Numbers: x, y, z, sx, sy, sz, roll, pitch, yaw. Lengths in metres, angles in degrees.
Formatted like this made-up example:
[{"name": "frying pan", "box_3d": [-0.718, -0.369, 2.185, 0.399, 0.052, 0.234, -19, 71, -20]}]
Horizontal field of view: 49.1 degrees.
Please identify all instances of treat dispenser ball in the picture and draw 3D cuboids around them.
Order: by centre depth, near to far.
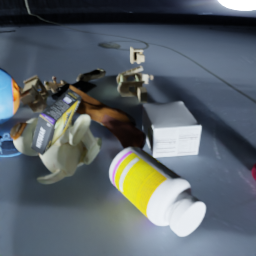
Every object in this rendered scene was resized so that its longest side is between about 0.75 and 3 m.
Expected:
[{"name": "treat dispenser ball", "box_3d": [-5.506, -1.242, 10.882, 2.433, 2.433, 2.433, 0, 29, 0]}]

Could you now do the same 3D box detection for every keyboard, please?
[{"name": "keyboard", "box_3d": [-2.819, -1.863, 14.185, 1.509, 0.322, 2.513, 18, 32, 18]}]

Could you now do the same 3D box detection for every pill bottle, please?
[{"name": "pill bottle", "box_3d": [0.666, 1.524, 6.937, 1.269, 1.269, 2.434, -19, 34, -31]}]

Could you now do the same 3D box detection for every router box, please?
[{"name": "router box", "box_3d": [-1.783, -0.120, 6.897, 0.383, 1.468, 1.154, 36, 49, 0]}]

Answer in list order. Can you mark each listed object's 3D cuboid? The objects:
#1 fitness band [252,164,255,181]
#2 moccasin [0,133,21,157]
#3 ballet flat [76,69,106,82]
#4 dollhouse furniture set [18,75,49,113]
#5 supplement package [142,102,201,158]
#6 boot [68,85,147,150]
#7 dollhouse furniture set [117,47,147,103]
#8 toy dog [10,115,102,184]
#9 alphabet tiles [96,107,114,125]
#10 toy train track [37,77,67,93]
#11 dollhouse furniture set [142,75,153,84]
[{"name": "fitness band", "box_3d": [4.390, 1.488, 7.644, 1.487, 0.387, 2.071, -4, 20, -19]}, {"name": "moccasin", "box_3d": [-4.420, 0.556, 9.388, 1.818, 0.620, 0.731, 3, 29, 5]}, {"name": "ballet flat", "box_3d": [-2.098, -3.085, 16.150, 0.778, 0.535, 2.310, 20, 34, 31]}, {"name": "dollhouse furniture set", "box_3d": [-4.605, -1.005, 12.201, 1.958, 1.231, 2.213, -26, 30, 4]}, {"name": "supplement package", "box_3d": [1.427, -0.006, 9.899, 1.566, 1.115, 2.011, -4, 28, -7]}, {"name": "boot", "box_3d": [-0.786, -0.302, 9.035, 2.704, 0.926, 2.545, 29, 25, -25]}, {"name": "dollhouse furniture set", "box_3d": [0.135, -2.619, 13.646, 1.331, 2.118, 2.394, -3, 28, -3]}, {"name": "toy dog", "box_3d": [-2.411, 0.501, 8.737, 2.463, 1.718, 2.388, 16, 69, 26]}, {"name": "alphabet tiles", "box_3d": [-0.988, -0.608, 12.114, 1.392, 0.063, 1.665, -23, 37, -36]}, {"name": "toy train track", "box_3d": [-4.614, -2.222, 14.658, 2.895, 0.471, 1.660, -16, 32, -26]}, {"name": "dollhouse furniture set", "box_3d": [0.966, -2.734, 15.920, 0.845, 0.484, 0.991, 6, 5, 8]}]
